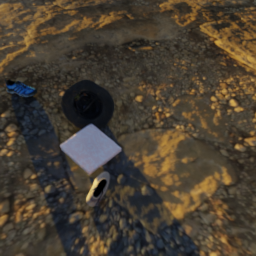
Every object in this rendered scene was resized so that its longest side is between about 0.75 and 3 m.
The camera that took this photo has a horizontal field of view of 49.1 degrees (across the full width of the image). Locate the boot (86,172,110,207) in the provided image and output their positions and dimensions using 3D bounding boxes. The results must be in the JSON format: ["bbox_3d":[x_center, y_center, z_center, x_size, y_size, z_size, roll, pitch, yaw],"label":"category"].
[{"bbox_3d":[-0.950,2.031,9.778,0.576,1.199,1.641,26,54,-2],"label":"boot"}]

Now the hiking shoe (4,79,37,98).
[{"bbox_3d":[-5.377,-1.982,13.986,1.650,0.715,0.614,8,47,7],"label":"hiking shoe"}]

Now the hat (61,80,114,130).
[{"bbox_3d":[-1.844,-0.970,12.701,2.345,2.345,0.946,-14,4,-13],"label":"hat"}]

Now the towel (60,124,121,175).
[{"bbox_3d":[-1.532,0.839,11.489,1.870,0.301,1.786,38,58,23],"label":"towel"}]
